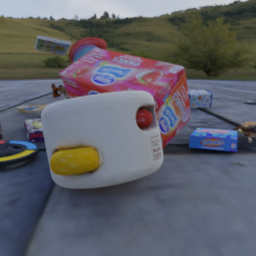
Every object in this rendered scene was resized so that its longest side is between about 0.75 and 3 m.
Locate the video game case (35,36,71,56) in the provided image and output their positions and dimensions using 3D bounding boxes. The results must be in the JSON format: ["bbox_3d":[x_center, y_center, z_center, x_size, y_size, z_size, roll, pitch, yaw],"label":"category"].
[{"bbox_3d":[-2.349,-2.522,8.666,0.957,0.116,1.051,6,-6,-22],"label":"video game case"}]

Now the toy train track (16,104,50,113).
[{"bbox_3d":[-3.516,-0.676,11.265,2.696,0.439,1.546,2,18,35],"label":"toy train track"}]

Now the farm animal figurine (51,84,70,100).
[{"bbox_3d":[-1.800,-1.147,8.675,1.233,1.219,0.643,-38,30,-24],"label":"farm animal figurine"}]

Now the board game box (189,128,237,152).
[{"bbox_3d":[2.098,0.262,6.792,1.028,0.304,1.352,4,8,20],"label":"board game box"}]

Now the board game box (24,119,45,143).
[{"bbox_3d":[-2.332,0.016,8.219,1.256,0.338,2.092,-1,11,-24],"label":"board game box"}]

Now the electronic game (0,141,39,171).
[{"bbox_3d":[-2.667,0.516,5.724,1.617,0.336,1.617,0,13,0],"label":"electronic game"}]

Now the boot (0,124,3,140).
[{"bbox_3d":[-4.396,0.068,7.070,1.839,0.634,1.974,25,28,34],"label":"boot"}]

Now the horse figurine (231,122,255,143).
[{"bbox_3d":[3.467,0.142,7.276,1.735,0.433,1.150,7,18,23],"label":"horse figurine"}]

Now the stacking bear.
[{"bbox_3d":[-1.041,-1.827,9.152,1.248,1.333,2.195,5,43,-42],"label":"stacking bear"}]

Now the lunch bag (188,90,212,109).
[{"bbox_3d":[3.217,-1.406,13.473,1.188,0.865,1.397,-2,20,-9],"label":"lunch bag"}]

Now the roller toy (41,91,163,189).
[{"bbox_3d":[-0.375,0.213,4.460,1.799,1.378,1.972,-10,2,-17],"label":"roller toy"}]

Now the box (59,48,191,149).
[{"bbox_3d":[-0.122,-0.783,6.740,2.919,1.455,1.393,24,55,38],"label":"box"}]
